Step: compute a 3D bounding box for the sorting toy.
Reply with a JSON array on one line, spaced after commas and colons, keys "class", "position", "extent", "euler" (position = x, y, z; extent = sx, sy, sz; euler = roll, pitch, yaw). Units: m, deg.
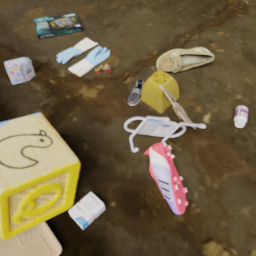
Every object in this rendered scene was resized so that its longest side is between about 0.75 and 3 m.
[{"class": "sorting toy", "position": [-3.558, 3.379, 8.634], "extent": [2.002, 0.399, 2.708], "euler": [-32, 57, -26]}]

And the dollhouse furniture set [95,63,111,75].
[{"class": "dollhouse furniture set", "position": [-1.199, -2.786, 13.511], "extent": [0.765, 0.311, 0.411], "euler": [-21, 60, 28]}]

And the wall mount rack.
[{"class": "wall mount rack", "position": [1.267, 0.115, 9.776], "extent": [2.594, 2.254, 0.967], "euler": [8, 52, -29]}]

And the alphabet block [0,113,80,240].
[{"class": "alphabet block", "position": [-3.181, 1.375, 8.562], "extent": [2.400, 2.413, 2.458], "euler": [-22, 52, -36]}]

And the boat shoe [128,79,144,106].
[{"class": "boat shoe", "position": [0.349, -1.630, 12.609], "extent": [0.548, 0.473, 1.509], "euler": [13, 51, 17]}]

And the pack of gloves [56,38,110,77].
[{"class": "pack of gloves", "position": [-2.327, -3.870, 14.449], "extent": [2.117, 0.497, 2.519], "euler": [34, 58, 23]}]

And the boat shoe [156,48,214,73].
[{"class": "boat shoe", "position": [2.722, -3.233, 13.455], "extent": [2.735, 0.998, 0.860], "euler": [-11, 29, -10]}]

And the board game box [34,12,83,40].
[{"class": "board game box", "position": [-4.058, -5.928, 16.202], "extent": [2.532, 0.357, 1.713], "euler": [-14, 52, -11]}]

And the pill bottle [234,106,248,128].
[{"class": "pill bottle", "position": [4.687, -0.446, 11.659], "extent": [0.506, 0.506, 0.901], "euler": [16, 53, 13]}]

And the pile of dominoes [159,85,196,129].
[{"class": "pile of dominoes", "position": [1.879, -0.678, 10.917], "extent": [0.344, 2.161, 1.685], "euler": [-36, 70, 16]}]

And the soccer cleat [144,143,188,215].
[{"class": "soccer cleat", "position": [1.287, 1.763, 9.780], "extent": [1.020, 0.890, 2.668], "euler": [-29, 57, 26]}]

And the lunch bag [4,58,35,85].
[{"class": "lunch bag", "position": [-5.054, -2.692, 13.161], "extent": [1.166, 0.989, 0.741], "euler": [-20, 51, -17]}]

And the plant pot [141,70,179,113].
[{"class": "plant pot", "position": [1.370, -1.693, 12.066], "extent": [1.271, 1.309, 1.279], "euler": [38, 68, 26]}]

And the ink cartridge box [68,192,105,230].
[{"class": "ink cartridge box", "position": [-1.336, 2.697, 9.159], "extent": [0.704, 0.412, 0.974], "euler": [38, 62, 26]}]
